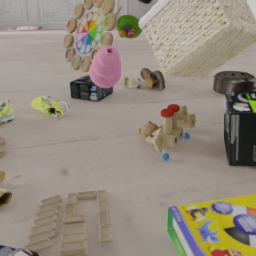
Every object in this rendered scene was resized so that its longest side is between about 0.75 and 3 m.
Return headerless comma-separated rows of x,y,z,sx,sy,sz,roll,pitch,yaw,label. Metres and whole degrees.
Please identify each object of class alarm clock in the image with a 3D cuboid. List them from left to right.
4.712,-2.167,12.867,1.775,0.876,2.632,-6,22,-13,alarm clock

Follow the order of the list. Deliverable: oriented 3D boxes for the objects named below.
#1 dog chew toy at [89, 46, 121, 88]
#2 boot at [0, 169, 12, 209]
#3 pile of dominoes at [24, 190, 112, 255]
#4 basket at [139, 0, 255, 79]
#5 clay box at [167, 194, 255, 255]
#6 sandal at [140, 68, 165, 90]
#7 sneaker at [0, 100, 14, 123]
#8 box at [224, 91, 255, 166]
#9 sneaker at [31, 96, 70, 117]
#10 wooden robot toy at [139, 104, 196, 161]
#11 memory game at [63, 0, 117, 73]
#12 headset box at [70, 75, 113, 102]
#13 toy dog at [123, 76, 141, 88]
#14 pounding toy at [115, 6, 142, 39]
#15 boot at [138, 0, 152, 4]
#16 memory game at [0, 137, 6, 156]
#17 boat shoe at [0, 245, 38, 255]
-0.635,-1.830,8.264,0.973,0.973,1.563,-6,-16,-13,dog chew toy
-2.664,1.248,5.726,0.773,0.362,0.994,8,26,17,boot
-1.005,1.707,5.039,1.356,0.277,1.739,-4,16,-7,pile of dominoes
2.314,-3.101,8.732,2.625,2.130,2.649,-9,-19,-46,basket
1.949,1.706,4.451,2.344,0.558,1.346,-6,26,-12,clay box
1.032,-2.270,13.041,0.617,0.924,2.261,-26,32,-14,sandal
-4.504,-0.409,8.930,0.695,0.704,1.843,10,22,22,sneaker
3.689,-0.056,7.034,2.342,1.456,1.739,0,23,16,box
-2.861,-0.756,9.939,1.588,0.599,0.607,10,25,24,sneaker
0.909,-0.062,7.889,1.234,1.198,2.720,3,21,33,wooden robot toy
-1.448,-3.413,9.931,0.185,2.908,2.908,9,11,-46,memory game
-1.501,-1.742,11.997,1.327,0.707,1.524,10,26,22,headset box
0.222,-2.110,13.182,0.782,0.545,0.758,11,6,20,toy dog
-0.135,-4.110,11.566,1.103,1.429,0.663,-27,39,47,pounding toy
0.407,-3.858,7.528,0.773,0.308,0.938,28,-18,-5,boot
-4.523,0.679,7.246,2.639,0.168,2.639,0,23,0,memory game
-2.256,2.207,3.013,1.208,0.972,2.604,8,16,24,boat shoe
